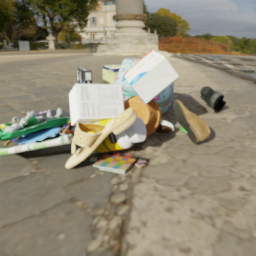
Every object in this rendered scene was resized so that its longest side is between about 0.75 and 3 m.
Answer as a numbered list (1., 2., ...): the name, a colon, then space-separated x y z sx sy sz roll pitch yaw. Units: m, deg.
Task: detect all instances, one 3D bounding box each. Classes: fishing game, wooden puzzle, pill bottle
1. fishing game: -3.106 0.301 9.797 2.216 0.345 1.587 -11 18 7
2. wooden puzzle: -0.336 1.011 8.147 1.669 0.117 0.990 7 20 23
3. pill bottle: -0.388 0.186 8.509 1.773 0.986 0.986 -12 12 29

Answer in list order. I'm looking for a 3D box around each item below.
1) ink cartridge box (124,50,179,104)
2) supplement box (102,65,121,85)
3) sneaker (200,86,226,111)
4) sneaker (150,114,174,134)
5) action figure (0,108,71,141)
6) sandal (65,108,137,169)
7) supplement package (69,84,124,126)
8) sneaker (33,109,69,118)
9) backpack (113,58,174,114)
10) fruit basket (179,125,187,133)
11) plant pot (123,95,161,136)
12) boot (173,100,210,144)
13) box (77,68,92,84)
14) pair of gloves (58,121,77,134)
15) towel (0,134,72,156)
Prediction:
1. ink cartridge box: 0.677 -1.866 9.673 1.390 0.804 2.392 -40 22 8
2. supplement box: -0.611 -2.631 16.096 1.193 1.776 1.778 -9 21 -24
3. sneaker: 3.828 -1.450 13.104 1.308 0.753 2.507 44 13 23
4. sneaker: 0.921 -0.317 10.697 1.815 0.661 0.768 12 57 21
5. action figure: -3.476 -0.082 9.414 1.712 0.793 2.898 -14 6 33
6. sandal: -0.991 0.071 7.557 2.544 0.837 0.933 -35 20 17
7. supplement package: -1.042 -0.730 9.072 1.482 1.117 1.125 -3 -9 -23
8. sneaker: -3.207 -0.458 11.409 1.626 0.570 0.667 -7 8 -7
9. backpack: 0.722 -1.849 12.824 2.774 2.088 2.462 12 57 11
10. fruit basket: 2.464 -0.025 10.759 0.786 0.369 0.728 -5 20 -14
11. plant pot: 0.318 -0.435 9.759 1.545 1.545 1.081 5 1 15
12. boot: 2.143 -0.280 9.604 0.655 0.639 1.736 -20 63 -16
13. box: -2.265 -2.168 14.690 0.399 1.834 1.469 -8 22 -23
14. pair of gloves: -2.204 -0.148 11.312 1.486 0.206 1.667 -12 22 -30
15. towel: -2.686 0.488 8.264 2.012 0.309 1.501 -10 -2 -5
